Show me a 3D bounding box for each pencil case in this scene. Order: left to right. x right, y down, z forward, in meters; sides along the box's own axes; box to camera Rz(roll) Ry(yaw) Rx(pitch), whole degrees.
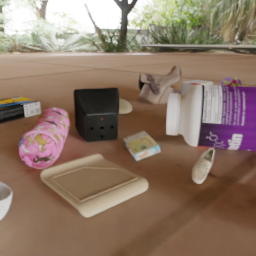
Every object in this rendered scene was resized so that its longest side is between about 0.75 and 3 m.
[{"bbox_3d":[-1.990,0.160,6.909,0.947,0.906,2.189,6,18,-6],"label":"pencil case"}]

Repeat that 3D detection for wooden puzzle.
[{"bbox_3d":[-0.657,1.031,5.302,1.467,0.295,1.586,-14,26,-39],"label":"wooden puzzle"}]

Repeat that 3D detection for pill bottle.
[{"bbox_3d":[2.426,-0.259,7.054,2.832,1.593,1.593,4,19,12],"label":"pill bottle"}]

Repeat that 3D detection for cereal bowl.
[{"bbox_3d":[-2.494,1.156,4.084,1.453,0.605,1.453,11,3,-1],"label":"cereal bowl"}]

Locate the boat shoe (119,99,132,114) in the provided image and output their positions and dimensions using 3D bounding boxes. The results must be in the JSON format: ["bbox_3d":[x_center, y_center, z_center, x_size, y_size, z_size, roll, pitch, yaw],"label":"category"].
[{"bbox_3d":[-0.476,-0.757,10.290,1.487,0.534,0.443,8,-16,27],"label":"boat shoe"}]

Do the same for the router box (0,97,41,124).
[{"bbox_3d":[-4.363,-0.635,9.905,1.472,0.504,1.973,13,23,35],"label":"router box"}]

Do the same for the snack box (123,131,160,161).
[{"bbox_3d":[0.309,0.426,6.995,0.629,0.201,1.083,-20,22,-9],"label":"snack box"}]

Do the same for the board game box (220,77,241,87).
[{"bbox_3d":[4.331,-1.582,11.732,0.856,1.083,0.211,-6,12,9],"label":"board game box"}]

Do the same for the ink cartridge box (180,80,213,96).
[{"bbox_3d":[2.997,-1.594,12.232,1.184,0.856,0.860,-15,24,-38],"label":"ink cartridge box"}]

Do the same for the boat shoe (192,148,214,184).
[{"bbox_3d":[1.510,0.725,5.583,0.292,0.286,0.824,28,57,6],"label":"boat shoe"}]

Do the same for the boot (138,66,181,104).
[{"bbox_3d":[1.352,-2.031,12.215,1.800,0.865,2.461,11,49,-6],"label":"boot"}]

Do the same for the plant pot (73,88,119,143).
[{"bbox_3d":[-0.813,-0.287,7.883,1.297,1.294,1.150,-5,34,-14],"label":"plant pot"}]
